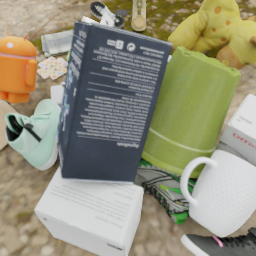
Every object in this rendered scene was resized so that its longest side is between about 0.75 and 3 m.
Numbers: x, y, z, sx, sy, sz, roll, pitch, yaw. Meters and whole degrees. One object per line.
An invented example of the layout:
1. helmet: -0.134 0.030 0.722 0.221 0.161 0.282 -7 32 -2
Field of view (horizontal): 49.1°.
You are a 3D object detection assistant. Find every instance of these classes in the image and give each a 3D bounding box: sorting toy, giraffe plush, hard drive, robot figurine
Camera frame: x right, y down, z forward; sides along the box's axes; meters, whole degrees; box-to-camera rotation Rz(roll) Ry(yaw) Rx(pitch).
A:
1. sorting toy: -3.532 0.194 7.941 1.975 0.291 1.460 36 66 22
2. giraffe plush: 3.043 -2.717 8.428 2.548 2.953 2.394 -31 74 -36
3. hard drive: -1.851 -1.060 8.821 1.108 0.146 0.731 -8 60 -6
4. robot figurine: -3.015 -1.603 7.477 1.067 1.830 1.316 3 18 -21

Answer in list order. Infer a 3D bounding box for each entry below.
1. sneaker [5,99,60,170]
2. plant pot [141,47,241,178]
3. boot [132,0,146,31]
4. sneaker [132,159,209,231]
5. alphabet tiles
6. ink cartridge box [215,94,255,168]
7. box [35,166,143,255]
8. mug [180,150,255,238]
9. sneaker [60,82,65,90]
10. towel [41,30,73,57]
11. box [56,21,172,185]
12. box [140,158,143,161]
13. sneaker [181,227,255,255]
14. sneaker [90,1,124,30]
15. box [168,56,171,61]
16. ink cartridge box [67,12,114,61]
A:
1. sneaker: -2.442 -0.229 7.323 0.883 1.415 2.398 -24 45 12
2. plant pot: 1.350 -0.526 6.556 2.474 2.350 2.474 18 23 -8
3. boot: 0.427 -4.544 10.601 0.552 1.180 1.518 3 56 2
4. sneaker: 1.000 1.534 6.578 2.673 1.043 1.139 17 64 14
5. alphabet tiles: -2.570 -2.044 9.578 1.009 0.074 0.987 -37 63 -22
6. ink cartridge box: 3.005 0.468 6.432 1.629 2.253 0.949 32 73 19
7. box: -0.710 1.834 5.903 1.788 1.797 1.175 17 56 11
8. mug: 1.745 1.247 5.557 1.626 1.200 1.425 35 84 -15
9. sneaker: -1.649 -0.949 8.282 1.028 0.455 0.387 47 106 13
10. towel: -2.511 -3.118 10.218 1.273 0.220 1.226 -15 57 -9
11. box: -0.488 -0.583 5.582 1.442 2.694 2.000 7 18 -20
12. box: -0.236 0.397 7.656 1.682 0.273 1.019 11 56 21
13. sneaker: 2.243 2.295 5.603 2.309 0.816 1.145 24 93 -6
14. sneaker: -0.730 -3.908 10.011 1.556 0.704 0.517 39 87 16
15. box: 0.929 -1.054 7.991 1.162 1.526 0.811 -28 56 -18
16. ink cartridge box: -1.231 -2.693 8.745 0.635 1.886 1.105 13 31 -32
